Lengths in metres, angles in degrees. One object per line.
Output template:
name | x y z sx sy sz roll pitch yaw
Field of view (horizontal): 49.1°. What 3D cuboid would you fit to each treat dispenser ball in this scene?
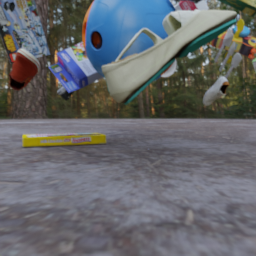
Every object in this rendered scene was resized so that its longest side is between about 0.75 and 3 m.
treat dispenser ball | 0.081 -1.970 6.075 2.129 2.129 2.129 0 3 0

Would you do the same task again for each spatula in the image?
spatula | 2.923 -2.070 8.278 0.121 1.050 1.510 -16 -18 -3

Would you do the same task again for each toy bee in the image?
toy bee | 3.710 -2.803 9.112 2.252 1.474 1.224 -7 45 19

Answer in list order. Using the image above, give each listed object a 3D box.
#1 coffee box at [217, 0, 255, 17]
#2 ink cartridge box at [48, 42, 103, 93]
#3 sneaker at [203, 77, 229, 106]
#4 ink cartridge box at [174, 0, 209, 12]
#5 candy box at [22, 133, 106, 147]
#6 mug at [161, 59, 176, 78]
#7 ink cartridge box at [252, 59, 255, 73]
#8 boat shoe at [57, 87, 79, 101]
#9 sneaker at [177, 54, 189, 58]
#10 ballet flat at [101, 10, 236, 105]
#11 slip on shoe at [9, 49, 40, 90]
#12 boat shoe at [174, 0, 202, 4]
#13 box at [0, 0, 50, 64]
coffee box | 2.174 -2.856 4.910 0.941 1.530 0.336 28 0 1
ink cartridge box | -1.160 -2.013 8.415 2.193 1.309 0.460 -32 -25 -18
sneaker | 2.176 -0.832 6.952 0.310 0.852 0.361 7 40 -28
ink cartridge box | 1.482 -3.330 8.551 1.644 0.686 1.193 -28 16 36
candy box | -2.301 0.398 9.961 2.753 0.364 1.407 -1 1 -21
mug | 1.392 -3.083 12.916 1.120 1.490 1.679 17 5 -22
ink cartridge box | 4.673 -2.166 8.092 1.986 0.668 1.163 -36 16 -28
boat shoe | -1.761 -1.442 9.401 0.509 0.420 1.483 -15 27 49
sneaker | 0.880 -2.844 7.479 1.026 2.302 0.904 -43 1 8
ballet flat | 0.665 -1.426 4.671 2.616 0.909 0.909 -37 12 -11
slip on shoe | -3.138 -1.659 8.314 0.751 0.621 2.028 35 -29 -17
boat shoe | 1.464 -2.855 5.715 1.808 0.652 0.641 -29 -19 -24
box | -3.485 -3.195 9.095 1.331 1.944 0.388 -20 24 -20
